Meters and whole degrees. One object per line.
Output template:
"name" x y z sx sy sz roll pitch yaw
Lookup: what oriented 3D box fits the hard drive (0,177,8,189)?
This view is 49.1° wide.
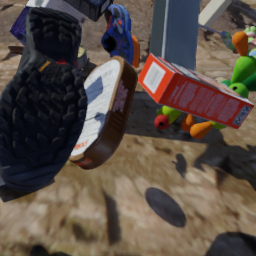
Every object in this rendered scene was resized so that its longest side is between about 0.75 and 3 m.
"hard drive" -2.988 1.107 7.465 1.332 0.282 0.899 -20 48 -20

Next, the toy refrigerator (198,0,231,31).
"toy refrigerator" 2.935 -4.062 9.710 0.444 0.482 1.270 46 104 24

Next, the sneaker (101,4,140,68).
"sneaker" -0.406 -3.038 9.033 1.036 0.995 2.642 -9 60 -16

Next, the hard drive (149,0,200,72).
"hard drive" 1.180 -2.263 6.842 0.471 1.999 2.864 2 84 32

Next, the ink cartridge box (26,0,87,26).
"ink cartridge box" -2.302 -3.945 9.358 0.944 1.636 2.248 40 100 28

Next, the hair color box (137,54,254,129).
"hair color box" 0.955 -0.494 3.955 1.493 0.457 0.758 15 25 -30

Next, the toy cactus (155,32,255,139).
"toy cactus" 1.768 -0.786 5.548 2.694 1.377 2.223 -33 3 11

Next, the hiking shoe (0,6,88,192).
"hiking shoe" -1.169 -0.353 4.022 1.060 1.409 2.800 10 57 -14

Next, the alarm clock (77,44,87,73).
"alarm clock" -2.298 -2.665 11.007 1.475 0.728 2.187 -18 45 -18

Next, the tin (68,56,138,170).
"tin" -0.568 -0.374 5.509 1.363 0.510 2.434 -20 47 44

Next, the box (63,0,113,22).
"box" -1.126 -3.755 7.892 1.182 0.633 0.877 35 69 0

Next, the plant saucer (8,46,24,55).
"plant saucer" -2.539 -1.877 6.894 0.796 0.137 0.796 5 6 -1

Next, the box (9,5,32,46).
"box" -1.824 -1.915 5.710 0.881 0.652 0.459 43 21 -2

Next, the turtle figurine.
"turtle figurine" 2.949 -2.269 6.444 1.900 1.367 1.842 47 40 1
